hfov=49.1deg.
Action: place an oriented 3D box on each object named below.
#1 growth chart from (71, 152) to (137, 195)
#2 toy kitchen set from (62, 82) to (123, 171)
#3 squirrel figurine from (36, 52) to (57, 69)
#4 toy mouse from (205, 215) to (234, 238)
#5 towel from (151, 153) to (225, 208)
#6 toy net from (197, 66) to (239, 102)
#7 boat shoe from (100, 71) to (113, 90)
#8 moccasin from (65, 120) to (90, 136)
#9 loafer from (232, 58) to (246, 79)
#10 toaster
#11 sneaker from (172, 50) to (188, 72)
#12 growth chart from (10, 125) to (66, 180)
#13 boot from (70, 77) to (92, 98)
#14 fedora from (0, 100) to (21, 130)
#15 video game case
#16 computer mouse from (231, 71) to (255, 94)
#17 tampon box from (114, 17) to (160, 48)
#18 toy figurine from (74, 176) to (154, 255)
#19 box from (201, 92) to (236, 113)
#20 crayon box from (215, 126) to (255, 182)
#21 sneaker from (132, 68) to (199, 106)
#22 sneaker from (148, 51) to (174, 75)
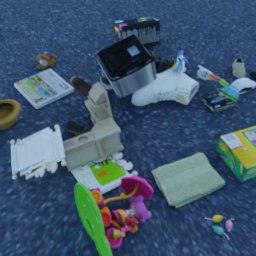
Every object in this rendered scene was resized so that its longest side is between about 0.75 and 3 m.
[{"bbox_3d":[-1.165,1.167,9.679,1.997,0.245,2.760,-30,53,-28],"label":"growth chart"},{"bbox_3d":[-1.609,-0.252,9.773,2.097,1.896,2.324,-21,41,-14],"label":"toy kitchen set"},{"bbox_3d":[-4.097,-3.433,14.107,0.983,0.696,0.917,2,33,-19],"label":"squirrel figurine"},{"bbox_3d":[2.735,2.830,8.046,0.826,0.160,0.734,-7,45,-7],"label":"toy mouse"},{"bbox_3d":[1.940,1.637,9.092,2.056,0.375,1.525,-16,48,-16],"label":"towel"},{"bbox_3d":[3.603,-2.035,12.025,1.402,0.516,2.672,14,24,-35],"label":"toy net"},{"bbox_3d":[0.031,-2.785,12.950,2.967,0.945,1.049,-34,67,-23],"label":"boat shoe"},{"bbox_3d":[-1.902,0.037,10.611,1.332,0.514,0.487,11,66,38],"label":"moccasin"},{"bbox_3d":[5.366,-2.912,13.584,0.534,0.482,1.412,2,45,2],"label":"loafer"},{"bbox_3d":[-0.002,-2.463,11.214,1.917,1.258,2.120,-29,56,-2],"label":"toaster"},{"bbox_3d":[2.330,-2.931,12.404,0.573,0.515,1.394,22,49,-5],"label":"sneaker"},{"bbox_3d":[-2.981,0.848,9.053,2.289,0.203,1.657,-19,65,21],"label":"growth chart"},{"bbox_3d":[-1.538,-1.463,11.404,0.554,1.532,1.274,-53,43,-5],"label":"boot"},{"bbox_3d":[-4.952,-0.414,10.936,1.679,0.685,1.679,-4,47,4],"label":"fedora"},{"bbox_3d":[-3.812,-1.819,12.673,1.894,0.238,2.081,-31,54,-28],"label":"video game case"},{"bbox_3d":[5.470,-2.057,12.762,1.965,0.431,1.077,-22,50,-21],"label":"computer mouse"},{"bbox_3d":[0.461,-4.978,14.764,2.063,1.303,1.546,-13,30,-12],"label":"tampon box"},{"bbox_3d":[-0.129,2.263,7.911,2.060,1.680,2.238,-17,69,-29],"label":"toy figurine"},{"bbox_3d":[3.849,-1.122,11.943,1.122,0.258,0.892,-16,47,-15],"label":"box"},{"bbox_3d":[4.593,0.728,9.736,2.549,0.743,1.514,-15,47,-14],"label":"crayon box"},{"bbox_3d":[1.695,-1.501,11.761,2.934,1.081,1.695,-33,54,-26],"label":"sneaker"},{"bbox_3d":[1.587,-2.871,12.847,2.647,1.516,1.012,-23,51,-24],"label":"sneaker"}]
